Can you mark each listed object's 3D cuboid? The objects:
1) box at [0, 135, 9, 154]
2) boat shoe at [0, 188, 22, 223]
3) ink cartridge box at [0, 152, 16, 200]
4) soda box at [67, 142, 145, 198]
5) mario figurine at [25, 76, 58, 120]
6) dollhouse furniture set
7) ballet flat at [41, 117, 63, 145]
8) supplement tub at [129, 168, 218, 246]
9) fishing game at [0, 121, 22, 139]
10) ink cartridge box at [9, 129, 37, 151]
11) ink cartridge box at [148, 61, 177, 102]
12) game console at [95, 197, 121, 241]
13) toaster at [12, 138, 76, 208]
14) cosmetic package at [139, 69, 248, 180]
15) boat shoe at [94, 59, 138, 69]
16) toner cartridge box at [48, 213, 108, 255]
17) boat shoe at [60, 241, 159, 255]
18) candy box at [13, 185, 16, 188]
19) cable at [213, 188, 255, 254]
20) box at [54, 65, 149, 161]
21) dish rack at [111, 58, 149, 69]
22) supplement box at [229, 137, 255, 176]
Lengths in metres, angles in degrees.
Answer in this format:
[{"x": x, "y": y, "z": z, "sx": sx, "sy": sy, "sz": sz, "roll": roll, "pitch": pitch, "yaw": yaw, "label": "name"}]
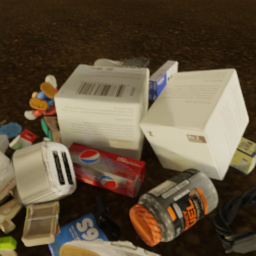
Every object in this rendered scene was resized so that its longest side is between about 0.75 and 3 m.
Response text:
[{"x": -5.064, "y": 0.706, "z": 10.504, "sx": 0.832, "sy": 0.474, "sz": 0.904, "roll": 2, "pitch": 38, "yaw": 2, "label": "box"}, {"x": -3.349, "y": 2.087, "z": 8.502, "sx": 0.633, "sy": 0.573, "sz": 1.777, "roll": -10, "pitch": 27, "yaw": 36, "label": "boat shoe"}, {"x": -4.207, "y": 1.354, "z": 8.718, "sx": 0.637, "sy": 1.515, "sz": 1.106, "roll": -17, "pitch": 30, "yaw": 54, "label": "ink cartridge box"}, {"x": -0.845, "y": 1.375, "z": 9.345, "sx": 2.697, "sy": 0.855, "sz": 0.944, "roll": 15, "pitch": 39, "yaw": 16, "label": "soda box"}, {"x": -3.475, "y": -1.156, "z": 11.051, "sx": 1.577, "sy": 1.354, "sz": 2.554, "roll": -21, "pitch": 2, "yaw": -14, "label": "mario figurine"}, {"x": -2.841, "y": 2.787, "z": 7.484, "sx": 2.189, "sy": 0.845, "sz": 1.094, "roll": -7, "pitch": 40, "yaw": -3, "label": "dollhouse furniture set"}, {"x": -2.770, "y": 0.252, "z": 10.865, "sx": 0.813, "sy": 0.823, "sz": 2.418, "roll": -7, "pitch": 39, "yaw": -24, "label": "ballet flat"}, {"x": 1.268, "y": 2.204, "z": 7.885, "sx": 2.286, "sy": 1.400, "sz": 1.400, "roll": -25, "pitch": 45, "yaw": -26, "label": "supplement tub"}, {"x": -4.827, "y": 0.124, "z": 11.485, "sx": 1.293, "sy": 0.201, "sz": 0.926, "roll": 24, "pitch": 44, "yaw": 17, "label": "fishing game"}, {"x": -3.819, "y": 0.524, "z": 10.315, "sx": 0.834, "sy": 0.671, "sz": 0.209, "roll": -42, "pitch": 52, "yaw": 2, "label": "ink cartridge box"}, {"x": 1.725, "y": -2.329, "z": 13.800, "sx": 0.525, "sy": 1.116, "sz": 2.374, "roll": 16, "pitch": 41, "yaw": 27, "label": "ink cartridge box"}, {"x": -0.640, "y": 2.546, "z": 8.096, "sx": 0.177, "sy": 0.866, "sz": 1.468, "roll": -44, "pitch": 24, "yaw": 6, "label": "game console"}, {"x": -2.454, "y": 1.412, "z": 8.267, "sx": 1.394, "sy": 1.227, "sz": 2.159, "roll": -24, "pitch": 71, "yaw": 22, "label": "toaster"}, {"x": 2.272, "y": -0.186, "z": 9.272, "sx": 2.262, "sy": 2.264, "sz": 2.744, "roll": 7, "pitch": 50, "yaw": 42, "label": "cosmetic package"}, {"x": -0.558, "y": -3.179, "z": 15.138, "sx": 2.534, "sy": 0.912, "sz": 0.833, "roll": 8, "pitch": 11, "yaw": 16, "label": "boat shoe"}, {"x": -0.848, "y": 3.553, "z": 6.792, "sx": 1.365, "sy": 0.620, "sz": 2.873, "roll": -21, "pitch": 43, "yaw": -25, "label": "toner cartridge box"}, {"x": -0.162, "y": 3.042, "z": 6.292, "sx": 2.760, "sy": 0.977, "sz": 0.957, "roll": 11, "pitch": 21, "yaw": 15, "label": "boat shoe"}, {"x": -3.460, "y": 1.884, "z": 9.324, "sx": 0.391, "sy": 0.101, "sz": 0.766, "roll": 22, "pitch": 43, "yaw": 22, "label": "candy box"}, {"x": 3.467, "y": 2.407, "z": 7.583, "sx": 2.293, "sy": 0.582, "sz": 1.871, "roll": -33, "pitch": 16, "yaw": 22, "label": "cable"}, {"x": -0.767, "y": -0.658, "z": 10.502, "sx": 2.876, "sy": 2.476, "sz": 2.890, "roll": 5, "pitch": 35, "yaw": 8, "label": "box"}, {"x": -0.079, "y": -2.891, "z": 13.557, "sx": 1.699, "sy": 0.604, "sz": 2.215, "roll": 15, "pitch": 50, "yaw": 38, "label": "dish rack"}, {"x": 3.961, "y": 0.951, "z": 9.802, "sx": 0.961, "sy": 0.960, "sz": 0.645, "roll": 30, "pitch": 47, "yaw": 32, "label": "supplement box"}]
